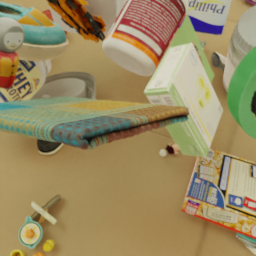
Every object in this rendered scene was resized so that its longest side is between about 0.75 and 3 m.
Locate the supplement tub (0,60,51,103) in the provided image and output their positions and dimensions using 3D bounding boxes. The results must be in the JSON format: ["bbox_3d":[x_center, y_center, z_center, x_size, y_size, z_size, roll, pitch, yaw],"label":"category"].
[{"bbox_3d":[-3.111,-1.248,7.123,1.555,1.555,2.145,18,53,15],"label":"supplement tub"}]

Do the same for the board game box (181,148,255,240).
[{"bbox_3d":[2.793,1.578,6.768,2.574,0.596,1.950,18,40,15],"label":"board game box"}]

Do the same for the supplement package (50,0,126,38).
[{"bbox_3d":[-0.851,-4.043,7.564,1.866,1.879,2.476,14,66,5],"label":"supplement package"}]

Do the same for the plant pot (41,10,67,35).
[{"bbox_3d":[-3.146,-4.169,11.648,1.038,1.038,1.009,-32,65,-24],"label":"plant pot"}]

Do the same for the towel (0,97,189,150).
[{"bbox_3d":[-0.855,-0.169,3.996,2.832,0.307,2.077,9,15,39],"label":"towel"}]

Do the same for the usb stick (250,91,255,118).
[{"bbox_3d":[2.996,-0.534,3.683,2.571,0.713,0.419,-10,60,13],"label":"usb stick"}]

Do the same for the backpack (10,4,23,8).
[{"bbox_3d":[-4.670,-3.345,10.267,2.549,1.919,2.263,-26,56,-11],"label":"backpack"}]

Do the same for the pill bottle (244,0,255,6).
[{"bbox_3d":[6.305,-6.591,13.377,1.351,1.351,2.406,-33,57,-25],"label":"pill bottle"}]

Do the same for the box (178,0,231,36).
[{"bbox_3d":[2.412,-4.267,8.235,1.414,2.694,2.478,14,25,13],"label":"box"}]

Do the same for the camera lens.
[{"bbox_3d":[4.130,-2.077,8.568,2.128,2.660,2.128,-5,60,9],"label":"camera lens"}]

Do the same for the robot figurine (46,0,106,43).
[{"bbox_3d":[-1.242,-2.747,6.575,1.343,1.852,0.539,28,81,48],"label":"robot figurine"}]

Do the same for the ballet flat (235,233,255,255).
[{"bbox_3d":[2.976,2.657,6.253,1.190,0.428,0.428,11,51,4],"label":"ballet flat"}]

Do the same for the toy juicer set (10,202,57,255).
[{"bbox_3d":[-2.026,2.393,6.236,0.832,0.356,1.308,13,73,7],"label":"toy juicer set"}]

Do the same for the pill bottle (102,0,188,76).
[{"bbox_3d":[0.475,-2.296,5.854,1.229,1.229,2.176,27,86,21],"label":"pill bottle"}]

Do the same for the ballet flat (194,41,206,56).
[{"bbox_3d":[2.579,-3.001,11.030,1.273,0.440,0.453,-21,72,-11],"label":"ballet flat"}]

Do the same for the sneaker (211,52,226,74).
[{"bbox_3d":[3.621,-2.403,10.529,0.558,0.477,1.280,-18,58,-29],"label":"sneaker"}]

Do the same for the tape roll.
[{"bbox_3d":[3.045,-0.734,5.333,2.213,2.213,0.532,-7,37,-6],"label":"tape roll"}]

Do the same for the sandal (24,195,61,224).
[{"bbox_3d":[-2.050,2.074,6.771,1.153,0.463,0.311,-36,84,-29],"label":"sandal"}]

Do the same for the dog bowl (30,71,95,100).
[{"bbox_3d":[-2.105,-0.930,8.681,2.393,0.702,2.393,-8,34,6],"label":"dog bowl"}]

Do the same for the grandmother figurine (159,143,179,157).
[{"bbox_3d":[1.279,0.620,8.081,0.800,0.242,0.485,-21,25,-13],"label":"grandmother figurine"}]

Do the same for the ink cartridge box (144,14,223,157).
[{"bbox_3d":[1.436,-0.980,5.920,0.624,1.895,2.604,0,49,41],"label":"ink cartridge box"}]

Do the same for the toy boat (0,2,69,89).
[{"bbox_3d":[-2.129,-1.782,5.282,2.055,1.136,2.445,9,35,-19],"label":"toy boat"}]

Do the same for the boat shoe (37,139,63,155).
[{"bbox_3d":[-2.127,-0.357,8.543,0.933,0.799,2.549,12,52,9],"label":"boat shoe"}]
